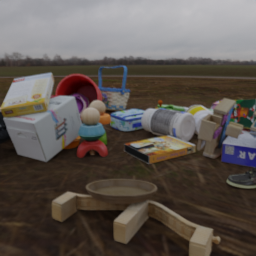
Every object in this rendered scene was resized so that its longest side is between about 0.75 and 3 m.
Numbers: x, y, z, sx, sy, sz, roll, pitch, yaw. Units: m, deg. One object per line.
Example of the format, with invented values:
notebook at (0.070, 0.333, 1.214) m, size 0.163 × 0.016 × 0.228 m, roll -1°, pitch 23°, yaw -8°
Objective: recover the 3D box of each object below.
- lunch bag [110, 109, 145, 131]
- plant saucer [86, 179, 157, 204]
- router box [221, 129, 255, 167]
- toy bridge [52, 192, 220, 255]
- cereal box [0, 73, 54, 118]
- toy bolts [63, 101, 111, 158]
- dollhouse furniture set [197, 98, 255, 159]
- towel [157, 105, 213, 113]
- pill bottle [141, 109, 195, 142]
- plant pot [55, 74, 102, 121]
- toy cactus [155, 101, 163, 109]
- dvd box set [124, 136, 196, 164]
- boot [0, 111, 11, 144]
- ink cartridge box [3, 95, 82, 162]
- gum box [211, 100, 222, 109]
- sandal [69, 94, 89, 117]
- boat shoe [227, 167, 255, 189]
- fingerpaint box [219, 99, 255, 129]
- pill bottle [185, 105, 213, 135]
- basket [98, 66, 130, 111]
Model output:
lunch bag at (0.194, -0.338, 12.001) m, size 1.681 × 0.693 × 1.351 m, roll -11°, pitch 21°, yaw -34°
plant saucer at (-0.130, 1.207, 5.383) m, size 1.363 × 0.201 × 1.363 m, roll 2°, pitch 1°, yaw 0°
router box at (4.199, 0.619, 8.336) m, size 2.367 × 0.578 × 2.124 m, roll 8°, pitch 16°, yaw 27°
toy bridge at (0.096, 1.578, 4.904) m, size 2.925 × 0.398 × 0.983 m, roll 6°, pitch 14°, yaw 27°
cereal box at (-3.010, -1.039, 8.547) m, size 1.276 × 0.350 × 1.773 m, roll -9°, pitch 39°, yaw 2°
toy bolts at (-1.475, -0.044, 9.114) m, size 2.048 × 1.487 × 2.144 m, roll -3°, pitch 14°, yaw -13°
dollhouse furniture set at (3.370, 0.433, 7.678) m, size 2.372 × 1.548 × 2.240 m, roll 19°, pitch 31°, yaw 28°
towel at (2.949, -0.861, 13.186) m, size 2.717 × 0.417 × 2.027 m, roll 5°, pitch 2°, yaw -17°
pill bottle at (1.451, -0.159, 10.443) m, size 1.066 × 1.066 × 1.874 m, roll -13°, pitch 19°, yaw -41°
plant pot at (-2.274, -1.481, 14.026) m, size 2.192 × 2.192 × 1.939 m, roll 2°, pitch 4°, yaw 7°
toy cactus at (1.626, -0.453, 12.256) m, size 2.010 × 1.028 × 1.658 m, roll 14°, pitch 28°, yaw 18°
dvd box set at (1.000, 0.645, 8.872) m, size 1.856 × 0.273 × 1.358 m, roll -9°, pitch 17°, yaw -31°
boot at (-4.306, 0.092, 8.635) m, size 1.475 × 0.587 × 1.790 m, roll 18°, pitch 28°, yaw 22°
ink cartridge box at (-2.552, -0.056, 8.692) m, size 1.333 × 1.327 × 1.834 m, roll 8°, pitch 32°, yaw 30°
gum box at (5.318, -0.842, 13.805) m, size 2.256 × 0.746 × 1.280 m, roll 11°, pitch 18°, yaw 37°
sandal at (-2.492, -1.104, 13.358) m, size 1.202 × 0.726 × 2.953 m, roll 24°, pitch 29°, yaw -5°
boat shoe at (3.024, 1.132, 6.553) m, size 1.397 × 0.459 × 0.499 m, roll 0°, pitch 14°, yaw 1°
fingerpaint box at (5.073, -0.423, 10.161) m, size 2.798 × 1.026 × 2.334 m, roll 5°, pitch 3°, yaw -11°
pill bottle at (2.871, -0.260, 10.946) m, size 1.032 × 1.032 × 1.806 m, roll 0°, pitch 14°, yaw 0°
basket at (-0.923, -2.203, 15.627) m, size 1.697 × 2.440 × 2.152 m, roll 3°, pitch 4°, yaw -44°
